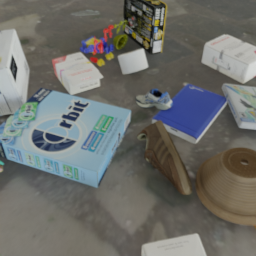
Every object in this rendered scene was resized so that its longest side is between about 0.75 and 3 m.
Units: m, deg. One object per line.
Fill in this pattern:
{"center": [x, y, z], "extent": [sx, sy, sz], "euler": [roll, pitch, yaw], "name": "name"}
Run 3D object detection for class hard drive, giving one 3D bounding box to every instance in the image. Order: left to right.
{"center": [1.925, -0.521, 8.568], "extent": [1.442, 0.277, 2.185], "euler": [27, 49, 25], "name": "hard drive"}

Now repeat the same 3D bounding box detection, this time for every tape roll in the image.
{"center": [0.167, -2.368, 9.982], "extent": [0.965, 0.663, 0.965], "euler": [-16, 17, 5], "name": "tape roll"}

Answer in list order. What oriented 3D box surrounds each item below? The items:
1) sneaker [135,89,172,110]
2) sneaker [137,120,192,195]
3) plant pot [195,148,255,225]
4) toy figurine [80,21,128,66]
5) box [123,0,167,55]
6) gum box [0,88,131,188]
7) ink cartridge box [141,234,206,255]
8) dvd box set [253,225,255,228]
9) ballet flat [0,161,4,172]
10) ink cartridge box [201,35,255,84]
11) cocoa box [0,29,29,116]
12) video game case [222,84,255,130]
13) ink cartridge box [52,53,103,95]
{"center": [0.761, -0.963, 8.662], "extent": [1.348, 0.574, 0.519], "euler": [10, 41, 41], "name": "sneaker"}
{"center": [0.875, 0.809, 6.998], "extent": [0.823, 0.767, 2.179], "euler": [-28, 48, 10], "name": "sneaker"}
{"center": [2.518, 1.075, 6.265], "extent": [1.950, 0.900, 1.950], "euler": [-4, 37, 3], "name": "plant pot"}
{"center": [-1.185, -3.500, 11.132], "extent": [1.408, 1.240, 2.351], "euler": [18, 45, 26], "name": "toy figurine"}
{"center": [0.591, -4.440, 11.538], "extent": [0.598, 1.936, 2.424], "euler": [-21, 46, -21], "name": "box"}
{"center": [-1.665, 0.086, 7.475], "extent": [2.878, 0.641, 2.445], "euler": [15, 42, 12], "name": "gum box"}
{"center": [0.888, 3.118, 3.721], "extent": [0.925, 1.609, 2.748], "euler": [-7, 44, -8], "name": "ink cartridge box"}
{"center": [3.392, 2.235, 5.674], "extent": [1.175, 0.236, 1.606], "euler": [-13, 45, -14], "name": "dvd box set"}
{"center": [-4.165, 0.625, 7.000], "extent": [2.842, 0.982, 1.011], "euler": [29, 68, 32], "name": "ballet flat"}
{"center": [3.947, -2.612, 10.409], "extent": [1.410, 0.797, 1.925], "euler": [-29, 50, -27], "name": "ink cartridge box"}
{"center": [-4.226, -1.723, 8.788], "extent": [1.655, 1.682, 2.521], "euler": [-11, 44, -6], "name": "cocoa box"}
{"center": [4.108, -0.616, 8.503], "extent": [2.118, 0.233, 1.930], "euler": [5, 43, -6], "name": "video game case"}
{"center": [-1.734, -1.815, 9.673], "extent": [1.129, 0.654, 1.939], "euler": [-21, 46, -21], "name": "ink cartridge box"}
